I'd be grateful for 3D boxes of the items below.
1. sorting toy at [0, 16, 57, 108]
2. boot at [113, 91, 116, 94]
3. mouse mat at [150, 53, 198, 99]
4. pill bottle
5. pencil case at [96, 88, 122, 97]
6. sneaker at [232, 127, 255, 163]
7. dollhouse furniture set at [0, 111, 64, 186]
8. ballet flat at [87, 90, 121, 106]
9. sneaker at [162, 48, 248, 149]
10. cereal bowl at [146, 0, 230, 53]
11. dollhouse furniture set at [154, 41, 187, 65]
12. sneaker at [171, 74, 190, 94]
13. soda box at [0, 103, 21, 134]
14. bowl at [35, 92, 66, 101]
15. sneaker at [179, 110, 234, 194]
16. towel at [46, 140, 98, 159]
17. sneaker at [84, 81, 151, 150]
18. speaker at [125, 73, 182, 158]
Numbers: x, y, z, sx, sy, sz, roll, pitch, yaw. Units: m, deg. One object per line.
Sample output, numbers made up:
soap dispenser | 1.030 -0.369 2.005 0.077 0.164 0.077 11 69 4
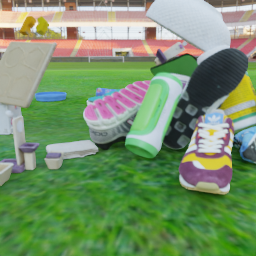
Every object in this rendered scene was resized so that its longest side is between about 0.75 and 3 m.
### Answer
sorting toy | -2.748 -1.838 7.588 2.019 2.710 0.363 10 -17 32
boot | -0.581 -0.465 8.530 0.461 1.313 0.960 19 54 8
mouse mat | 2.148 -1.552 9.959 2.328 0.109 2.894 41 -14 -17
pill bottle | 2.499 -0.939 7.056 1.168 2.070 1.168 -17 -11 -3
pencil case | -0.877 -1.644 13.690 1.404 0.548 0.610 5 41 15
sneaker | 2.610 0.390 6.016 0.741 0.646 1.649 -16 3 33
dollhouse furniture set | -1.923 0.360 4.691 1.240 1.110 1.564 1 14 5
ballet flat | -0.808 -0.984 10.801 0.682 0.682 1.964 12 25 39
sneaker | 1.682 -0.679 6.490 0.950 2.564 1.135 41 11 11
cereal bowl | 1.899 -3.079 8.185 2.617 1.090 2.617 28 19 -11
dollhouse furniture set | 2.054 -2.495 11.143 1.223 1.723 1.365 -32 -5 -5
sneaker | 1.906 -0.853 8.582 2.083 1.188 0.755 20 4 -23
soda box | -4.471 -0.356 7.934 2.635 0.898 0.839 1 14 2
bowl | -3.841 -1.559 13.925 1.502 0.295 1.502 0 14 0
sneaker | 1.432 0.294 4.994 0.884 1.063 2.359 6 15 15
towel | -1.235 0.479 6.147 1.063 0.183 0.705 -6 14 -20
sneaker | 0.111 -0.293 6.787 2.674 1.169 0.986 -26 48 -34
speaker | 0.559 -0.275 5.841 0.761 1.720 0.761 22 -18 7
